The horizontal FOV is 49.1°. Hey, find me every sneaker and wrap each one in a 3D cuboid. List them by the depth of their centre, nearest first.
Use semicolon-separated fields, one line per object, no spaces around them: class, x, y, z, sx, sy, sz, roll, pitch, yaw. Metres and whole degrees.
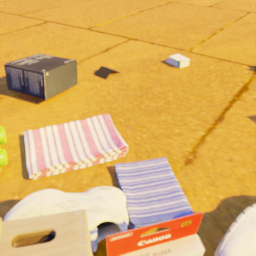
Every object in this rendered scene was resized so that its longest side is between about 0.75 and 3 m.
sneaker;2.930;2.052;5.273;2.932;1.092;1.277;-16;44;-20
sneaker;-1.205;1.862;5.582;2.517;0.942;1.254;-7;36;-9

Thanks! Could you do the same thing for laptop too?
laptop;-0.924;-2.374;12.225;0.755;0.467;0.806;28;16;33

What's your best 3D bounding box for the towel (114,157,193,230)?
towel;0.545;1.470;6.728;1.485;0.245;2.051;-7;36;-11

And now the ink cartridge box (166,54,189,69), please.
ink cartridge box;2.288;-3.146;13.033;0.585;0.336;0.999;-22;41;-27

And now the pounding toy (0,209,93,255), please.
pounding toy;-1.693;1.896;4.134;2.253;2.565;1.173;-6;36;-8

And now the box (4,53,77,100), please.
box;-3.237;-2.023;10.665;1.825;1.043;2.004;15;30;21

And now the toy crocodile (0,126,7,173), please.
toy crocodile;-3.671;0.658;7.592;0.736;0.673;2.181;-11;42;-15

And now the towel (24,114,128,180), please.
towel;-1.573;0.390;8.083;2.733;0.409;2.000;-13;37;-17

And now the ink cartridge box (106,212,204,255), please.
ink cartridge box;0.476;2.147;4.726;1.683;1.461;0.366;-10;43;-13
